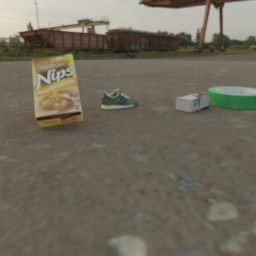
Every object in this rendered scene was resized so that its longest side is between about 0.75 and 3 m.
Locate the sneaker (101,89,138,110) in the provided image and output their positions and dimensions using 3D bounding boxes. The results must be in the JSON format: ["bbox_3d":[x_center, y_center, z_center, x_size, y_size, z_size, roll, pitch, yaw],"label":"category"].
[{"bbox_3d":[-0.361,-1.341,12.675,1.851,0.831,0.621,-10,19,-29],"label":"sneaker"}]

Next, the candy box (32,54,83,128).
[{"bbox_3d":[-2.591,-1.398,10.155,1.527,0.731,2.645,-9,62,-9],"label":"candy box"}]

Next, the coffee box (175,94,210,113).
[{"bbox_3d":[2.864,-1.111,12.364,1.432,0.571,0.819,-14,22,-38],"label":"coffee box"}]

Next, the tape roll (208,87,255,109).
[{"bbox_3d":[5.228,-1.491,13.507,2.702,0.649,2.702,0,17,0],"label":"tape roll"}]
